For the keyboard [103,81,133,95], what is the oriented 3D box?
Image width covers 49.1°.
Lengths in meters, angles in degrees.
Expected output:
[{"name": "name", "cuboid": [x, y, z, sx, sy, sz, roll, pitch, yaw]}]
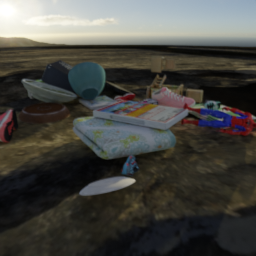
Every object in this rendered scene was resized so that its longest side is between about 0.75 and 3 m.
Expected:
[{"name": "keyboard", "cuboid": [-0.862, -2.193, 16.072, 1.444, 0.550, 2.775, 15, 11, -29]}]

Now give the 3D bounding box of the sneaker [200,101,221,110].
[{"name": "sneaker", "cuboid": [3.334, -0.940, 11.845, 1.056, 0.410, 0.738, -2, 12, -43]}]

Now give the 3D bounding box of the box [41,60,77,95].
[{"name": "box", "cuboid": [-3.426, -2.754, 15.475, 1.948, 1.014, 1.774, 28, 22, -1]}]

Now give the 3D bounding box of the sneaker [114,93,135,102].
[{"name": "sneaker", "cuboid": [-0.113, -1.370, 13.873, 1.062, 0.416, 0.613, -16, 32, -7]}]

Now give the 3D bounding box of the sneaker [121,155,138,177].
[{"name": "sneaker", "cuboid": [0.092, 1.068, 7.607, 0.410, 0.340, 0.859, 22, 28, 7]}]

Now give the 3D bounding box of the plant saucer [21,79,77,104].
[{"name": "plant saucer", "cuboid": [-3.812, -1.634, 13.433, 2.619, 0.657, 2.619, 18, 9, -3]}]

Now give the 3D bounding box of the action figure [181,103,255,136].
[{"name": "action figure", "cuboid": [3.387, -0.260, 9.908, 2.866, 0.938, 0.741, 9, -6, 3]}]

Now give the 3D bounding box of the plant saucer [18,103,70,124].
[{"name": "plant saucer", "cuboid": [-3.610, -0.709, 12.069, 2.178, 0.375, 2.178, -1, 21, 0]}]

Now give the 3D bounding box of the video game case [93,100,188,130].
[{"name": "video game case", "cuboid": [0.453, -0.525, 9.854, 2.772, 0.242, 1.982, 11, 22, 29]}]

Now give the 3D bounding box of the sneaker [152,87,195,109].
[{"name": "sneaker", "cuboid": [1.916, -1.295, 12.256, 1.908, 0.997, 0.718, -2, 30, 23]}]

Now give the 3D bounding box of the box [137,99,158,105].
[{"name": "box", "cuboid": [0.743, -0.836, 11.984, 0.970, 0.641, 0.556, -17, 28, -38]}]

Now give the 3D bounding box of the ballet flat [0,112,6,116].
[{"name": "ballet flat", "cuboid": [-5.461, -0.587, 11.881, 1.095, 0.254, 0.369, -4, 21, -12]}]

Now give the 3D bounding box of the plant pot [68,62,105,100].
[{"name": "plant pot", "cuboid": [-1.959, -2.122, 13.722, 1.831, 1.831, 1.233, -5, 56, -13]}]

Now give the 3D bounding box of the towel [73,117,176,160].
[{"name": "towel", "cuboid": [-0.252, 0.188, 9.229, 2.471, 0.695, 2.887, -11, 22, -28]}]

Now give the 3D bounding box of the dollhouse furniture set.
[{"name": "dollhouse furniture set", "cuboid": [2.282, -2.282, 13.544, 2.519, 2.227, 1.400, 7, 23, 20]}]

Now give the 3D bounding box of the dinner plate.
[{"name": "dinner plate", "cuboid": [-0.480, 1.292, 6.404, 1.299, 0.158, 1.299, -11, -1, 0]}]

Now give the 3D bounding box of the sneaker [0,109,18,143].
[{"name": "sneaker", "cuboid": [-4.553, -0.141, 9.977, 0.933, 0.792, 2.150, -4, 22, -8]}]

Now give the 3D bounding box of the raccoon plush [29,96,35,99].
[{"name": "raccoon plush", "cuboid": [-4.764, -1.800, 14.880, 0.908, 0.439, 0.608, -7, 14, -16]}]

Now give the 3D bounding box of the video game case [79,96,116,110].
[{"name": "video game case", "cuboid": [-1.452, -1.254, 13.723, 1.456, 0.176, 1.598, -12, 23, -28]}]

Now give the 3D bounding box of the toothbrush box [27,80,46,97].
[{"name": "toothbrush box", "cuboid": [-4.901, -2.152, 15.226, 0.463, 0.783, 1.076, 15, 26, 34]}]

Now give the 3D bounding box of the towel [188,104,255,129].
[{"name": "towel", "cuboid": [3.768, -0.575, 11.822, 2.051, 0.314, 2.689, -9, 21, -26]}]
